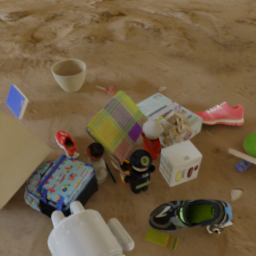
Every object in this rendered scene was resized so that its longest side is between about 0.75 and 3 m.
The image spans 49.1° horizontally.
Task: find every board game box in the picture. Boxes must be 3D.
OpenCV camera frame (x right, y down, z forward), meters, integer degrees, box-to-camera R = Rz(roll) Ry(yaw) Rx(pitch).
[{"bbox_3d":[1.648,-0.353,12.571,1.950,0.850,2.643,-31,50,-29],"label":"board game box"}]

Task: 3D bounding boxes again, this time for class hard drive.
[{"bbox_3d":[-5.364,-1.269,13.444,0.203,1.058,1.604,5,27,-48],"label":"hard drive"}]

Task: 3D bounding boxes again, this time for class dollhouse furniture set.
[{"bbox_3d":[1.962,0.052,10.920,0.813,1.148,1.250,27,40,-27],"label":"dollhouse furniture set"}]

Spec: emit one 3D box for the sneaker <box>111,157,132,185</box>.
[{"bbox_3d":[-0.172,1.337,10.814,0.673,0.710,1.729,-19,45,-20],"label":"sneaker"}]

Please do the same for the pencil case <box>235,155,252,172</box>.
[{"bbox_3d":[4.632,1.387,11.017,0.925,0.402,0.361,-27,77,-25],"label":"pencil case"}]

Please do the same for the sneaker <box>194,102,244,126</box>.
[{"bbox_3d":[4.085,-0.698,12.693,2.333,1.012,0.860,1,21,-2],"label":"sneaker"}]

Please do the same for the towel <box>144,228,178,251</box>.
[{"bbox_3d":[1.058,3.516,8.888,1.009,0.091,0.434,14,43,15],"label":"towel"}]

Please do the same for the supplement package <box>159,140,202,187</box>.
[{"bbox_3d":[1.919,1.327,10.426,1.192,1.246,0.917,-16,45,-16],"label":"supplement package"}]

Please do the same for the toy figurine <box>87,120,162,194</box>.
[{"bbox_3d":[-0.130,0.821,10.493,2.662,1.881,2.704,13,44,14],"label":"toy figurine"}]

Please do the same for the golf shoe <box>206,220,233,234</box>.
[{"bbox_3d":[2.981,3.214,9.098,0.922,0.358,0.436,-4,63,-6],"label":"golf shoe"}]

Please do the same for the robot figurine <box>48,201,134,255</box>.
[{"bbox_3d":[-1.093,3.482,7.669,2.493,1.660,2.940,-27,54,-22],"label":"robot figurine"}]

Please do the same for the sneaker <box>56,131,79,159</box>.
[{"bbox_3d":[-2.524,0.543,11.639,0.657,0.725,1.707,-28,47,-23],"label":"sneaker"}]

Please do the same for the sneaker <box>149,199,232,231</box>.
[{"bbox_3d":[1.728,2.587,8.542,2.670,1.106,0.946,-19,60,34],"label":"sneaker"}]

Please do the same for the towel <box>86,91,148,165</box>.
[{"bbox_3d":[-0.362,-0.085,10.778,1.887,0.299,2.627,47,51,-15],"label":"towel"}]

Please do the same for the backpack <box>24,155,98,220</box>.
[{"bbox_3d":[-2.442,1.926,9.582,2.277,1.532,2.079,20,47,22],"label":"backpack"}]

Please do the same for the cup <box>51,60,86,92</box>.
[{"bbox_3d":[-3.034,-2.633,14.760,1.744,1.247,1.744,0,43,0],"label":"cup"}]

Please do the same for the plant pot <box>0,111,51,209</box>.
[{"bbox_3d":[-4.817,0.861,9.350,2.698,2.389,2.695,-11,32,37],"label":"plant pot"}]

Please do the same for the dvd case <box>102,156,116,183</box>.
[{"bbox_3d":[-0.771,1.518,10.588,0.093,0.755,1.059,-28,48,-8],"label":"dvd case"}]

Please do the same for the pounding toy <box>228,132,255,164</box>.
[{"bbox_3d":[5.598,0.574,10.746,2.849,1.322,2.199,-18,42,-38],"label":"pounding toy"}]

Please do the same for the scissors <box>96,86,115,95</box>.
[{"bbox_3d":[-1.215,-1.996,14.846,1.389,0.508,0.097,6,17,39],"label":"scissors"}]
